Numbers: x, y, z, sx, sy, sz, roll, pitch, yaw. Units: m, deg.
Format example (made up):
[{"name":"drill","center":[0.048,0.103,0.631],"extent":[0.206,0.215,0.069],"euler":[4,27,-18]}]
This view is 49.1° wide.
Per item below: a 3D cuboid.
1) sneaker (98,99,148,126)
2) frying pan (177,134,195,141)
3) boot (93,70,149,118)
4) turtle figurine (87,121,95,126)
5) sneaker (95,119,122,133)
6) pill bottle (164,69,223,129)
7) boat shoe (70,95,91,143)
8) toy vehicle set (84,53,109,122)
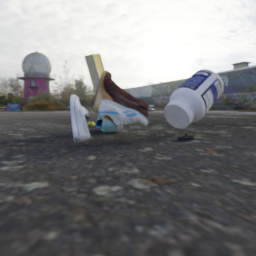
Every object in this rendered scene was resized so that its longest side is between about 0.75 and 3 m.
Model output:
[{"name":"sneaker","center":[-0.158,-0.321,8.788],"extent":[1.618,0.654,0.619],"euler":[20,-10,-10]},{"name":"frying pan","center":[1.969,0.330,9.921],"extent":[0.622,0.167,1.028],"euler":[0,3,-10]},{"name":"boot","center":[-0.212,-1.062,10.021],"extent":[1.893,0.824,2.276],"euler":[13,46,-11]},{"name":"turtle figurine","center":[-2.041,-0.208,15.386],"extent":[1.002,0.323,0.808],"euler":[-1,5,-16]},{"name":"sneaker","center":[-1.030,-0.334,13.082],"extent":[1.080,0.974,2.636],"euler":[2,3,-15]},{"name":"pill bottle","center":[2.636,-1.164,11.429],"extent":[1.524,1.524,2.744],"euler":[5,36,44]},{"name":"boat shoe","center":[-1.492,-0.314,8.806],"extent":[0.578,1.770,0.651],"euler":[-7,-31,-9]},{"name":"toy vehicle set","center":[-1.098,-1.720,11.540],"extent":[0.350,2.643,1.642],"euler":[-13,13,8]}]
